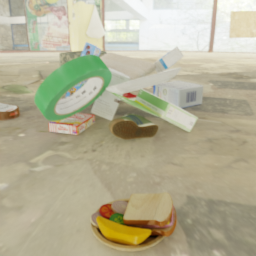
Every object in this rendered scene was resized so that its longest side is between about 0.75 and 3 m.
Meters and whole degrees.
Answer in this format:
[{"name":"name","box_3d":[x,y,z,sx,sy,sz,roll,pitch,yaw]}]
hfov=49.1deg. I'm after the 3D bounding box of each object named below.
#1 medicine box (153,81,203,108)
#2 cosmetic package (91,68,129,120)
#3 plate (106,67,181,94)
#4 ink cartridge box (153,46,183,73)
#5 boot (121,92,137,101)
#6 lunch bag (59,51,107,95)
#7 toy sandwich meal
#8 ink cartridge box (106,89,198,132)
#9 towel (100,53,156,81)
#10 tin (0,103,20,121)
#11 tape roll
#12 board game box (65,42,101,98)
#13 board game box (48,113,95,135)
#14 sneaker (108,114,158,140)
[{"name":"medicine box","box_3d":[2.425,-1.678,13.746,1.662,0.939,1.825,-13,23,-33]},{"name":"cosmetic package","box_3d":[-0.701,-1.307,10.901,0.920,1.810,0.670,20,17,-9]},{"name":"plate","box_3d":[0.408,-1.414,8.758,2.021,0.327,2.025,-18,10,-10]},{"name":"ink cartridge box","box_3d":[1.694,-2.988,12.631,0.941,0.542,1.625,-39,8,-11]},{"name":"boot","box_3d":[-0.158,-1.947,14.356,1.465,1.057,0.531,12,23,29]},{"name":"lunch bag","box_3d":[-2.359,-2.866,15.024,1.974,2.377,2.834,5,19,15]},{"name":"toy sandwich meal","box_3d":[0.089,1.584,5.089,1.593,0.546,1.593,0,19,0]},{"name":"ink cartridge box","box_3d":[0.786,-0.891,10.028,2.886,0.692,2.100,24,8,-32]},{"name":"towel","box_3d":[-0.456,-2.711,12.490,2.986,0.515,1.979,22,42,33]},{"name":"tin","box_3d":[-5.553,-0.725,11.914,2.100,0.440,1.176,11,26,28]},{"name":"tape roll","box_3d":[-1.689,-1.205,8.872,0.604,2.513,2.513,52,39,11]},{"name":"board game box","box_3d":[-1.815,-2.023,11.112,0.473,2.587,1.957,21,12,-5]},{"name":"board game box","box_3d":[-2.049,-0.184,10.389,1.134,0.347,1.497,6,20,16]},{"name":"sneaker","box_3d":[0.025,-0.095,9.163,1.968,0.660,0.884,4,24,-41]}]
